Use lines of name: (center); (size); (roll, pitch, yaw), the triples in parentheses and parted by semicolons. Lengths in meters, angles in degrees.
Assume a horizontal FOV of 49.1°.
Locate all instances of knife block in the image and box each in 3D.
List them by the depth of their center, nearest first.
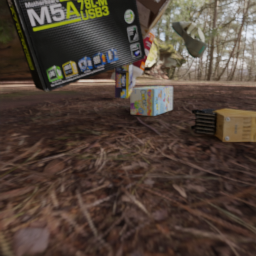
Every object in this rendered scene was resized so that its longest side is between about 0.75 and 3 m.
knife block: (3.211, -0.183, 8.722); (2.354, 0.753, 2.067); (-1, 13, 1)

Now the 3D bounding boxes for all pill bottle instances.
pill bottle: (0.132, -2.885, 11.196); (1.304, 2.309, 1.304); (18, 7, -2)

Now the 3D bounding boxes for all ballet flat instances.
ballet flat: (2.371, -3.560, 10.625); (0.827, 0.782, 2.454); (15, 41, -30)

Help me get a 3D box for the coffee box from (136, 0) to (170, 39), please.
coffee box: (0.627, -3.487, 8.185); (0.717, 1.029, 1.799); (37, -5, -2)

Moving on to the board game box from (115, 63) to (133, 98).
board game box: (-0.120, -1.681, 8.908); (0.439, 1.280, 1.549); (3, 14, 5)

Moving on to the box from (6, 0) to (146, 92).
box: (-0.897, -2.152, 5.222); (2.414, 2.332, 0.574); (-25, 28, -29)

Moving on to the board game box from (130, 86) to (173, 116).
board game box: (1.126, -1.296, 12.944); (1.160, 1.181, 2.252); (6, 12, 28)
